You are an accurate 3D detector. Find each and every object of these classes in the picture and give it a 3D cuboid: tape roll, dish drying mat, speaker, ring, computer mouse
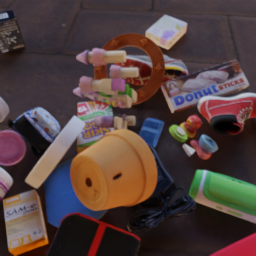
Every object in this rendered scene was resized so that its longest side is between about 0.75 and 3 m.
[{"bbox_3d":[-1.932,0.636,7.490,0.395,2.164,2.164,37,57,-10],"label":"tape roll"},{"bbox_3d":[2.151,3.058,5.829,2.611,0.238,1.003,-39,50,23],"label":"dish drying mat"},{"bbox_3d":[2.728,1.815,7.380,2.104,0.931,0.931,18,55,13],"label":"speaker"},{"bbox_3d":[0.014,-2.078,9.822,2.550,0.245,2.550,-1,86,10],"label":"ring"},{"bbox_3d":[0.481,1.509,7.724,1.809,0.689,2.613,-19,54,-11],"label":"computer mouse"}]

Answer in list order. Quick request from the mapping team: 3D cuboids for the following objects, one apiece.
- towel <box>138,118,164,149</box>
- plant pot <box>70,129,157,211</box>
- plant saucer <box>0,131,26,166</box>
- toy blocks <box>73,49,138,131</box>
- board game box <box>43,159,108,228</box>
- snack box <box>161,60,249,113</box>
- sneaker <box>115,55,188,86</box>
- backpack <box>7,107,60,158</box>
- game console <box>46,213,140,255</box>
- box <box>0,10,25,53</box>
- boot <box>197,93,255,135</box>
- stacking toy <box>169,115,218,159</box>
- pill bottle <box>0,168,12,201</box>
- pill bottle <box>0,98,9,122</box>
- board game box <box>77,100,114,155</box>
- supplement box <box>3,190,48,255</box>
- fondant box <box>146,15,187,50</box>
[{"bbox_3d":[0.695,0.185,8.976,0.657,0.285,1.176,16,55,12],"label":"towel"},{"bbox_3d":[-0.458,1.071,6.605,1.323,1.890,1.890,-15,49,-47],"label":"plant pot"},{"bbox_3d":[-3.553,0.582,8.254,1.034,0.262,1.034,-1,95,-16],"label":"plant saucer"},{"bbox_3d":[-0.888,-1.021,8.637,1.966,2.183,2.336,2,86,14],"label":"toy blocks"},{"bbox_3d":[-1.406,1.819,7.706,1.656,0.408,2.096,-16,51,-6],"label":"board game box"},{"bbox_3d":[2.648,-1.452,9.655,2.912,0.354,1.047,-19,78,-11],"label":"snack box"},{"bbox_3d":[0.861,-2.199,10.430,2.695,1.049,1.107,11,46,-1],"label":"sneaker"},{"bbox_3d":[-2.700,-0.005,8.377,1.065,1.383,1.317,-37,15,-4],"label":"backpack"},{"bbox_3d":[-0.985,3.233,6.287,1.997,0.350,2.258,16,70,15],"label":"game console"},{"bbox_3d":[-4.912,-3.905,11.373,0.998,1.345,0.720,-20,56,-14],"label":"box"},{"bbox_3d":[3.553,-0.336,8.615,2.417,0.875,1.743,-3,31,-5],"label":"boot"},{"bbox_3d":[1.996,0.217,8.366,1.288,0.601,1.422,1,45,-47],"label":"stacking toy"},{"bbox_3d":[-4.076,1.964,7.045,1.243,1.243,2.215,18,55,13],"label":"pill bottle"},{"bbox_3d":[-4.837,0.241,8.089,1.654,1.654,2.946,16,55,12],"label":"pill bottle"},{"bbox_3d":[-1.020,-0.043,8.853,1.154,0.362,2.416,-6,44,-4],"label":"board game box"},{"bbox_3d":[-2.644,2.394,7.179,0.860,0.502,1.365,-17,55,-13],"label":"supplement box"},{"bbox_3d":[1.659,-4.168,12.128,1.145,0.462,1.587,30,60,20],"label":"fondant box"}]
